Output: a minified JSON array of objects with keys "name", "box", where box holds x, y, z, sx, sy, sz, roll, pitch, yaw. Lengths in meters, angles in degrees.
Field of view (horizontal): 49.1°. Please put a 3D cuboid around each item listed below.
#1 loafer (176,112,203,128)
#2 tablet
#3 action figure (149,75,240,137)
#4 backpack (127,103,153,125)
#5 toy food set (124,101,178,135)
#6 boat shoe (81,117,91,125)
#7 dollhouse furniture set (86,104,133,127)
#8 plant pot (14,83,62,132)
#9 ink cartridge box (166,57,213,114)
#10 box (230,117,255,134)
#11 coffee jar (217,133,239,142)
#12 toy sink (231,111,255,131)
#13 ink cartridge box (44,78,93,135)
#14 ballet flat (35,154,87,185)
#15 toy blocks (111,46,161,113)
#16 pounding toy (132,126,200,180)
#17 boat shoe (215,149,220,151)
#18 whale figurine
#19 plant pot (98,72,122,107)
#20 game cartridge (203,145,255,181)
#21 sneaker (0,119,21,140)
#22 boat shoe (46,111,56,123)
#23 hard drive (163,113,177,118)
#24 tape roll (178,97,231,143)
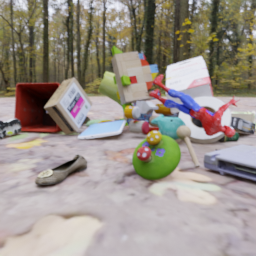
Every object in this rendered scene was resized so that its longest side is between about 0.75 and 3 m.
[{"name":"loafer","box":[2.781,-0.267,11.867,0.984,0.977,2.703,4,9,31]},{"name":"tablet","box":[-0.996,0.061,11.539,1.660,0.174,2.551,-8,10,6]},{"name":"action figure","box":[2.296,-0.783,9.103,2.967,0.968,1.469,39,53,23]},{"name":"backpack","box":[0.561,-0.589,12.380,1.058,1.159,0.780,22,47,-3]},{"name":"toy food set","box":[1.106,-0.367,11.229,1.256,1.333,2.792,6,5,33]},{"name":"boat shoe","box":[-2.442,-0.273,14.097,1.146,0.412,0.390,-6,-22,12]},{"name":"dollhouse furniture set","box":[-0.742,-0.635,14.108,2.663,1.028,1.331,-8,12,-44]},{"name":"plant pot","box":[-3.684,-0.819,12.700,2.070,2.069,1.825,1,-3,13]},{"name":"ink cartridge box","box":[2.556,-1.919,11.928,1.728,1.001,2.967,-13,31,17]},{"name":"box","box":[4.113,-0.143,11.408,1.477,0.451,1.865,8,-2,43]},{"name":"coffee jar","box":[3.575,0.336,10.114,0.762,0.325,0.397,-3,9,-17]},{"name":"toy sink","box":[5.488,-0.354,12.980,1.448,0.811,0.944,5,10,27]},{"name":"ink cartridge box","box":[-2.374,-0.900,11.460,0.688,1.508,1.831,-12,39,31]},{"name":"ballet flat","box":[-1.444,0.904,6.249,0.547,0.377,1.625,5,10,27]},{"name":"toy blocks","box":[0.443,-2.132,11.801,1.830,2.677,1.338,-12,-5,-17]},{"name":"pounding toy","box":[0.672,0.438,6.037,1.463,0.679,1.129,-18,47,15]},{"name":"boat shoe","box":[2.864,0.715,7.931,0.794,0.236,0.285,1,6,5]},{"name":"whale figurine","box":[1.389,-0.105,9.792,1.144,0.746,1.438,-33,44,-15]},{"name":"plant pot","box":[-0.625,-2.043,14.147,1.535,1.669,1.669,23,7,-6]},{"name":"game cartridge","box":[3.346,0.890,6.138,1.809,0.536,2.791,-2,8,-39]},{"name":"sneaker","box":[-5.087,0.118,10.798,0.888,0.806,2.092,-11,-2,21]},{"name":"boat shoe","box":[-3.456,-0.517,14.316,2.459,0.888,0.890,-10,14,-2]},{"name":"hard drive","box":[2.737,-0.652,16.450,1.100,0.345,1.631,-2,9,-13]},{"name":"tape roll","box":[2.750,-0.314,10.100,1.841,1.841,0.336,3,-29,20]}]
